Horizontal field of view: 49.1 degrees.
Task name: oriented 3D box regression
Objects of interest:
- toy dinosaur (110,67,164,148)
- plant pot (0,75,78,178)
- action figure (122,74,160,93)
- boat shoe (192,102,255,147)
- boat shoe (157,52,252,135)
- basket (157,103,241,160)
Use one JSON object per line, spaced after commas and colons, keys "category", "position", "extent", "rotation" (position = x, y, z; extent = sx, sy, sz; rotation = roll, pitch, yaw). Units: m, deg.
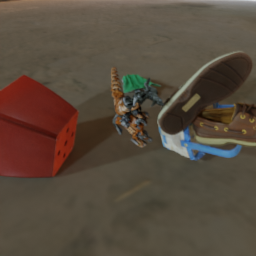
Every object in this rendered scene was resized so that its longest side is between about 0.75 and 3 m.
{"category": "toy dinosaur", "position": [0.145, -0.581, 7.444], "extent": [1.453, 2.141, 1.094], "rotation": [-27, 24, 7]}
{"category": "plant pot", "position": [-2.718, 0.139, 8.178], "extent": [2.006, 2.274, 2.276], "rotation": [18, 34, 3]}
{"category": "action figure", "position": [0.322, -1.985, 12.769], "extent": [1.599, 0.740, 2.708], "rotation": [-8, 26, -10]}
{"category": "boat shoe", "position": [2.940, -0.142, 7.126], "extent": [2.782, 0.940, 1.001], "rotation": [-5, 35, 34]}
{"category": "boat shoe", "position": [1.851, -1.015, 7.363], "extent": [2.765, 1.021, 1.023], "rotation": [-37, 18, 14]}
{"category": "basket", "position": [2.345, -0.062, 8.554], "extent": [2.585, 1.798, 2.280], "rotation": [11, 40, 35]}
